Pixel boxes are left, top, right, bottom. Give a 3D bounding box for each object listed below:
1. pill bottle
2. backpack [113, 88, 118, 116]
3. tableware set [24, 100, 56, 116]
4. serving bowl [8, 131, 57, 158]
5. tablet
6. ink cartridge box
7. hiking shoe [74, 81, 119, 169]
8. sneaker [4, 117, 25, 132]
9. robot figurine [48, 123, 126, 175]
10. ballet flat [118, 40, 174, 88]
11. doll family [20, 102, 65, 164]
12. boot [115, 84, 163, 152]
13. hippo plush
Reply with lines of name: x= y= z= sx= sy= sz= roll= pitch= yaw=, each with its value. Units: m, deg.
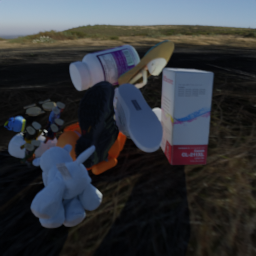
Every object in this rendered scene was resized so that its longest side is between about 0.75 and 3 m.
pill bottle: x=-0.924 y=-2.332 z=11.140 sx=2.581 sy=1.449 sz=1.449 roll=-21 pitch=29 yaw=-25
backpack: x=-0.287 y=-1.204 z=12.108 sx=0.835 sy=1.033 sz=1.084 roll=-8 pitch=31 yaw=23
tableware set: x=-4.229 y=-0.888 z=13.704 sx=1.494 sy=0.299 sz=0.988 roll=-25 pitch=44 yaw=-36
serving bowl: x=-3.366 y=0.457 z=9.916 sx=1.685 sy=0.554 sz=1.685 roll=1 pitch=22 yaw=0
tablet: x=0.893 y=-0.156 z=11.075 sx=2.701 sy=0.184 sz=1.758 roll=-22 pitch=38 yaw=-38
ink cartridge box: x=1.702 y=-0.442 z=8.626 sx=1.104 sy=2.667 sz=1.944 roll=0 pitch=15 yaw=-3
hiking shoe: x=-0.722 y=-0.109 z=7.489 sx=0.879 sy=2.321 sz=1.169 roll=23 pitch=17 yaw=29
sneaker: x=-3.985 y=-0.164 z=9.727 sx=0.601 sy=0.505 sz=1.534 roll=9 pitch=1 yaw=-28
robot figurine: x=-1.194 y=0.561 z=8.580 sx=2.319 sy=1.668 sz=1.352 roll=-18 pitch=0 yaw=-36
ballet flat: x=0.696 y=-2.049 z=10.107 sx=0.905 sy=0.831 sz=2.636 roll=11 pitch=-34 yaw=-42
doll family: x=-2.560 y=0.133 z=8.495 sx=0.854 sy=1.257 sz=2.175 roll=44 pitch=57 yaw=5
boot: x=0.220 y=-0.058 z=7.802 sx=0.901 sy=1.171 sz=2.450 roll=-6 pitch=48 yaw=-15
hippo plush: x=-1.601 y=1.131 z=6.154 sx=1.502 sy=1.886 sz=1.516 roll=-27 pitch=40 yaw=-28
